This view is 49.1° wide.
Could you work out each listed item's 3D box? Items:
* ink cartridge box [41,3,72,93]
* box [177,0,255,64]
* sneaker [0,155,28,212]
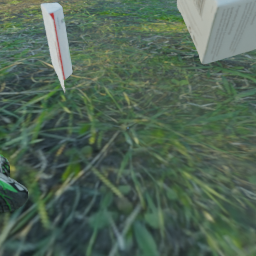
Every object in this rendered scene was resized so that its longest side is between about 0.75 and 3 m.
[{"bbox_3d":[-1.543,-1.911,6.457,0.487,1.565,1.944,-15,35,-17],"label":"ink cartridge box"},{"bbox_3d":[2.641,-3.461,7.362,2.010,2.347,2.335,-16,69,0],"label":"box"},{"bbox_3d":[-2.574,0.856,5.356,2.041,0.796,0.869,22,38,31],"label":"sneaker"}]
